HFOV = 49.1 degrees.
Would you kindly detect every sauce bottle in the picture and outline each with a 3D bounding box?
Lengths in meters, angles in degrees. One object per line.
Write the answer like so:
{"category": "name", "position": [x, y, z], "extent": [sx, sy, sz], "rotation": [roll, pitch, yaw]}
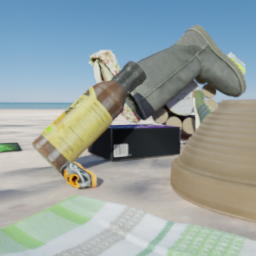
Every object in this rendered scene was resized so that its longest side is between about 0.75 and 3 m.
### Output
{"category": "sauce bottle", "position": [-0.642, -0.294, 5.289], "extent": [2.490, 0.806, 0.806], "rotation": [-46, 22, -17]}

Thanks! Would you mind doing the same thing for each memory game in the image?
{"category": "memory game", "position": [1.494, -0.911, 7.940], "extent": [2.279, 2.279, 0.145], "rotation": [-1, -11, -13]}

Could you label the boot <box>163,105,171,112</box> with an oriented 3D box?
{"category": "boot", "position": [1.172, -1.279, 8.318], "extent": [1.126, 1.450, 0.556], "rotation": [-44, 20, -26]}

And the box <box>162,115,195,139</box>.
{"category": "box", "position": [2.581, -0.044, 10.532], "extent": [2.360, 0.884, 1.182], "rotation": [1, 8, 32]}

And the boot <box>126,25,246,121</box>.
{"category": "boot", "position": [1.424, -1.131, 7.416], "extent": [2.828, 2.571, 1.026], "rotation": [-40, -4, -21]}

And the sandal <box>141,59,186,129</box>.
{"category": "sandal", "position": [1.276, -1.240, 9.739], "extent": [0.660, 2.756, 1.036], "rotation": [-33, 0, -10]}

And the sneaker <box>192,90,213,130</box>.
{"category": "sneaker", "position": [1.909, -0.331, 6.698], "extent": [0.579, 1.290, 0.433], "rotation": [-12, -16, 36]}

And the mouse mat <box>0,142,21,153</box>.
{"category": "mouse mat", "position": [-4.067, 0.581, 8.202], "extent": [1.655, 0.077, 2.057], "rotation": [-2, 6, -25]}

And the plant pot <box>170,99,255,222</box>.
{"category": "plant pot", "position": [2.113, 0.256, 4.140], "extent": [2.950, 1.362, 2.950], "rotation": [-1, 6, 0]}

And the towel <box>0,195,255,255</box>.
{"category": "towel", "position": [-0.091, 0.924, 1.721], "extent": [2.580, 0.396, 1.925], "rotation": [3, 5, 37]}

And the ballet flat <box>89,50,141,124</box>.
{"category": "ballet flat", "position": [-0.481, -1.233, 8.555], "extent": [0.864, 2.703, 1.022], "rotation": [-11, -27, -35]}

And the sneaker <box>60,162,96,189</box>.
{"category": "sneaker", "position": [-0.854, 0.755, 4.403], "extent": [0.323, 0.327, 0.835], "rotation": [-11, 12, -42]}

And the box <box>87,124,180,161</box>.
{"category": "box", "position": [0.133, 0.308, 7.182], "extent": [1.990, 0.785, 1.404], "rotation": [-2, 2, -31]}

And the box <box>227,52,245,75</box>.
{"category": "box", "position": [3.156, -1.878, 8.232], "extent": [0.584, 0.228, 0.958], "rotation": [40, 35, -4]}
